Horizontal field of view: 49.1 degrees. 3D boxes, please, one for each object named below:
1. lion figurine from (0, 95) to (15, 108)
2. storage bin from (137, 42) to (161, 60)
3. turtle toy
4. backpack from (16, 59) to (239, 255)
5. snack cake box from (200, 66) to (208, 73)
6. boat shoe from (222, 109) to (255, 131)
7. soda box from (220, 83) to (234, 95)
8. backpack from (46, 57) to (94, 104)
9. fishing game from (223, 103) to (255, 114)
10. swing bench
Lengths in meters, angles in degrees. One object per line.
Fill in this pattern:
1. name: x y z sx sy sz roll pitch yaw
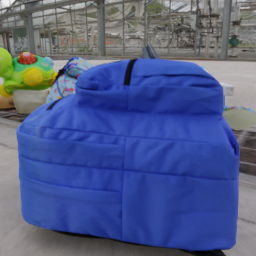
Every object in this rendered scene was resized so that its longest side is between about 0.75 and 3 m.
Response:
1. lion figurine: -5.105 -1.161 11.494 2.850 1.033 1.745 -24 33 -23
2. storage bin: 0.332 -0.764 6.134 1.395 1.511 2.077 -33 21 15
3. turtle toy: -3.692 -1.944 9.802 2.016 1.398 2.766 -14 -6 31
4. backpack: -0.075 0.227 4.180 2.865 2.404 2.328 -1 9 10
5. snack cake box: 1.834 -1.583 11.204 2.615 1.504 0.878 -5 49 -18
6. boat shoe: 2.639 -0.168 7.413 1.491 0.545 0.467 -10 -9 31
7. soda box: 5.240 -2.128 15.163 0.450 0.482 1.414 0 17 2
8. backpack: -1.354 -0.933 8.568 2.085 1.536 2.284 29 22 -17
9. fishing game: 4.125 -0.737 10.850 1.496 0.325 2.089 -14 20 -39
10. swing bench: -3.009 -0.858 9.804 1.381 0.901 1.389 5 5 20
